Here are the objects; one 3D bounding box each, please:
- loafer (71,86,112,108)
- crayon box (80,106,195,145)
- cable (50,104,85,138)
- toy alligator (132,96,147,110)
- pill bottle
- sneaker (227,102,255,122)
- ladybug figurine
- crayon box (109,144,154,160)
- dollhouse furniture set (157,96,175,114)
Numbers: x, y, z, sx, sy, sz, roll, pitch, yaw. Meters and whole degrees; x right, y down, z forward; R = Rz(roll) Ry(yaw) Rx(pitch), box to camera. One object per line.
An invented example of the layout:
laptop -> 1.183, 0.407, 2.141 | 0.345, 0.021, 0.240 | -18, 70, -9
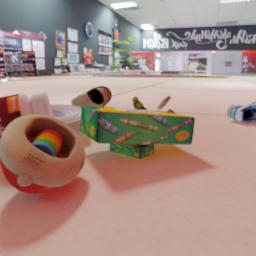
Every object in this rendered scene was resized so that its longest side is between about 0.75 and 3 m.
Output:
loafer -> -1.397, -1.309, 12.540 | 0.929, 1.029, 2.720 | -25, 8, 32
crayon box -> 0.193, -0.069, 7.021 | 2.492, 0.726, 1.480 | 2, 7, -24
cable -> -2.221, -0.170, 8.319 | 2.072, 0.717, 2.072 | 11, 19, 13
toy alligator -> 0.522, -0.755, 11.406 | 0.378, 0.521, 1.573 | -38, 46, 4
pill bottle -> -2.826, -0.188, 6.624 | 1.971, 1.126, 1.126 | -13, 16, -10
sneaker -> 4.764, -0.570, 10.635 | 1.913, 0.707, 0.787 | -10, 18, -13
ladybug figurine -> -1.577, 0.490, 5.108 | 1.503, 0.797, 2.214 | 33, 17, -7
crayon box -> 0.085, 0.492, 6.899 | 0.968, 0.282, 0.575 | 10, 15, 36
dollhouse furniture set -> 1.454, -0.429, 9.239 | 1.102, 0.488, 0.571 | 47, 52, 9
